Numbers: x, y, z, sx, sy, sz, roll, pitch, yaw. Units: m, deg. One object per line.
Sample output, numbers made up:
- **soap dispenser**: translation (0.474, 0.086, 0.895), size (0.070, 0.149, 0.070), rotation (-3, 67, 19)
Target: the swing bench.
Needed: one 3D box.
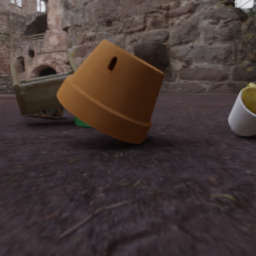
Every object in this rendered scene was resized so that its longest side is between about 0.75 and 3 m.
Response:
- **swing bench**: translation (-3.345, -1.732, 11.884), size (2.734, 1.783, 2.748), rotation (-14, 34, -18)

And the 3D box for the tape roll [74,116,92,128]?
- **tape roll**: translation (-0.854, -0.535, 11.521), size (2.693, 0.647, 2.693), rotation (-3, 9, 1)

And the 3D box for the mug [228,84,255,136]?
- **mug**: translation (3.777, -0.463, 8.558), size (1.218, 1.248, 1.520), rotation (39, 57, 18)

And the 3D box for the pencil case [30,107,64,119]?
- **pencil case**: translation (-4.322, -1.105, 13.815), size (2.585, 1.156, 1.006), rotation (8, 50, 38)

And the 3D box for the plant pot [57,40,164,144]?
- **plant pot**: translation (-0.304, -1.130, 7.799), size (2.777, 1.944, 2.777), rotation (28, 14, -8)
